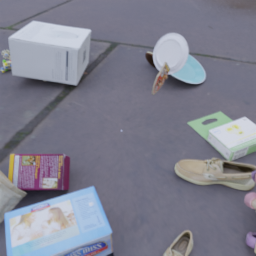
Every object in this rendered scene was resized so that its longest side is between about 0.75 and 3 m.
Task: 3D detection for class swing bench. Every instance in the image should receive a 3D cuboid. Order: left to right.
[{"bbox_3d":[-3.393,1.633,6.544,1.327,0.861,1.320,27,70,31],"label":"swing bench"}]

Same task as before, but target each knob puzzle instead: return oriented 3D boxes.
[{"bbox_3d":[0.977,-1.385,8.234,0.146,1.054,1.054,29,46,14],"label":"knob puzzle"}]

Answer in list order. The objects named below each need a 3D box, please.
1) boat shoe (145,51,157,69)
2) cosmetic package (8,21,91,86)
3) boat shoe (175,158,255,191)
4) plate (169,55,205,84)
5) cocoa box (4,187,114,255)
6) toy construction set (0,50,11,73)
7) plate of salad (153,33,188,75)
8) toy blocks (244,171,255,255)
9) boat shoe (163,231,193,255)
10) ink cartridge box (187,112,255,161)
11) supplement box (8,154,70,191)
[{"bbox_3d":[1.581,-3.072,13.011,0.648,0.647,1.752,-35,62,-26],"label":"boat shoe"},{"bbox_3d":[-3.217,-3.276,12.068,2.719,1.671,2.710,10,34,-2],"label":"cosmetic package"},{"bbox_3d":[2.380,1.130,7.648,2.161,0.702,0.779,10,39,12],"label":"boat shoe"},{"bbox_3d":[2.264,-2.689,12.299,2.442,0.312,2.442,15,46,-16],"label":"plate"},{"bbox_3d":[-1.373,2.285,5.743,1.912,1.255,1.275,-14,41,-17],"label":"cocoa box"},{"bbox_3d":[-5.519,-3.100,13.121,0.880,0.618,1.342,-12,51,-14],"label":"toy construction set"},{"bbox_3d":[1.377,-2.372,9.025,1.290,1.290,0.310,30,21,32],"label":"plate of salad"},{"bbox_3d":[3.473,1.898,6.517,1.610,1.723,1.450,10,5,-6],"label":"toy blocks"},{"bbox_3d":[0.952,2.732,5.836,0.498,0.449,1.381,25,45,28],"label":"boat shoe"},{"bbox_3d":[3.220,0.050,9.202,1.575,0.519,2.165,-17,43,-20],"label":"ink cartridge box"},{"bbox_3d":[-2.284,1.161,7.288,1.409,0.727,0.923,1,78,0],"label":"supplement box"}]
